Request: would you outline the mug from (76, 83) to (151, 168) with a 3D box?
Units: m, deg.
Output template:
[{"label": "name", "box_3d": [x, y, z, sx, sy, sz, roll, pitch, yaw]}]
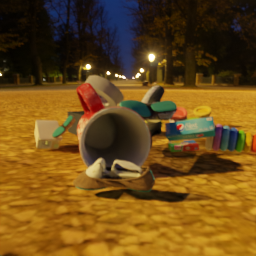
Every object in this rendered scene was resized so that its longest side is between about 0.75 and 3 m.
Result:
[{"label": "mug", "box_3d": [-0.618, -0.049, 8.098, 1.800, 2.395, 2.698, -1, 6, -15]}]

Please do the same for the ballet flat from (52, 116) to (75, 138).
[{"label": "ballet flat", "box_3d": [-2.109, 0.012, 9.327, 0.340, 0.964, 0.315, 41, -7, 29]}]

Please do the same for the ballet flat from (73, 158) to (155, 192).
[{"label": "ballet flat", "box_3d": [-0.324, 0.954, 5.810, 1.760, 0.636, 0.597, 2, 28, 13]}]

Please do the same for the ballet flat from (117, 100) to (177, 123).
[{"label": "ballet flat", "box_3d": [0.589, -0.439, 9.013, 2.233, 0.803, 0.803, -4, 11, -32]}]

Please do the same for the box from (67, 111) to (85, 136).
[{"label": "box", "box_3d": [-1.230, -0.154, 11.868, 1.819, 1.017, 2.578, -3, 10, -35]}]

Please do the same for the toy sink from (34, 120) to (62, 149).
[{"label": "toy sink", "box_3d": [-2.783, 0.316, 9.713, 0.762, 0.655, 1.169, 1, 33, -26]}]

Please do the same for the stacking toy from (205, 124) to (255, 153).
[{"label": "stacking toy", "box_3d": [3.732, 0.419, 9.197, 2.250, 0.960, 0.960, 8, 13, 16]}]

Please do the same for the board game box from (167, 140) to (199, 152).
[{"label": "board game box", "box_3d": [1.902, 0.631, 9.778, 0.959, 0.193, 0.734, -4, 11, -1]}]

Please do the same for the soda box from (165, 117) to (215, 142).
[{"label": "soda box", "box_3d": [1.985, 0.057, 9.010, 1.518, 0.487, 0.515, -7, -24, 17]}]

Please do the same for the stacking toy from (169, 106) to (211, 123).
[{"label": "stacking toy", "box_3d": [2.942, -0.196, 13.838, 2.174, 0.918, 1.968, 2, 36, 25]}]

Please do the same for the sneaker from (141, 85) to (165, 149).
[{"label": "sneaker", "box_3d": [0.807, -0.312, 10.098, 1.140, 2.695, 1.004, 27, -21, 6]}]

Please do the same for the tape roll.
[{"label": "tape roll", "box_3d": [-1.037, -1.383, 11.416, 1.694, 0.559, 1.694, 26, -19, 10]}]
